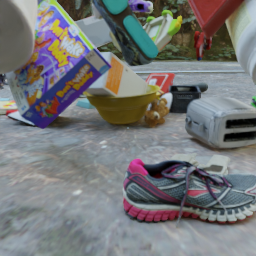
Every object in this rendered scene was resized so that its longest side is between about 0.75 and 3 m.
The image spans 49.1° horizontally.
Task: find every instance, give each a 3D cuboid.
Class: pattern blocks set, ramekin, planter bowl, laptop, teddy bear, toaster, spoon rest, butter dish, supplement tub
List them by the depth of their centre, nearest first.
[{"bbox_3d":[-2.638,-2.043,4.834,2.169,2.169,1.057,1,57,2],"label":"ramekin"},{"bbox_3d":[3.297,-2.327,6.278,1.938,1.938,2.673,0,56,0],"label":"supplement tub"},{"bbox_3d":[2.649,-0.146,7.552,2.028,1.152,1.310,-2,20,-16],"label":"toaster"},{"bbox_3d":[1.021,-0.527,9.227,0.419,0.909,1.254,13,18,33],"label":"teddy bear"},{"bbox_3d":[-2.928,-0.747,9.679,1.664,0.965,1.558,19,20,11],"label":"laptop"},{"bbox_3d":[-0.200,-0.798,9.681,2.614,1.089,2.614,-3,17,1],"label":"planter bowl"},{"bbox_3d":[1.318,-0.852,10.612,0.544,0.892,1.795,14,1,-12],"label":"spoon rest"},{"bbox_3d":[-4.844,-0.817,11.269,2.574,0.237,2.928,1,17,4],"label":"pattern blocks set"},{"bbox_3d":[1.496,-1.800,13.308,1.466,1.087,1.470,10,61,38],"label":"butter dish"}]

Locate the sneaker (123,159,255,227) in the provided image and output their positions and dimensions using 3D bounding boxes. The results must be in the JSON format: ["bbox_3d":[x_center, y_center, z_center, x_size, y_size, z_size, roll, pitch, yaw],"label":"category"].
[{"bbox_3d":[1.068,0.933,4.406,2.284,0.853,0.921,-2,17,-7],"label":"sneaker"}]

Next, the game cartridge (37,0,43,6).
[{"bbox_3d":[-1.729,-3.297,6.078,1.235,0.801,0.237,-23,30,19],"label":"game cartridge"}]

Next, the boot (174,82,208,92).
[{"bbox_3d":[3.269,-2.156,15.154,1.602,0.581,1.457,-3,2,-35],"label":"boot"}]

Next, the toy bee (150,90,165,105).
[{"bbox_3d":[0.990,-1.173,10.962,1.012,0.840,1.545,23,43,13],"label":"toy bee"}]

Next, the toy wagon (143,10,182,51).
[{"bbox_3d":[1.076,-3.398,10.148,0.463,1.814,2.338,35,-21,-35],"label":"toy wagon"}]

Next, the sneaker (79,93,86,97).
[{"bbox_3d":[-1.939,-2.003,14.341,1.652,0.743,0.578,-9,19,-27],"label":"sneaker"}]

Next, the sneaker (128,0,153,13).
[{"bbox_3d":[0.382,-4.942,11.287,0.559,0.541,1.341,-18,31,-40],"label":"sneaker"}]

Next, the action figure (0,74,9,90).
[{"bbox_3d":[-3.928,-1.560,8.768,0.543,0.835,0.290,24,13,13],"label":"action figure"}]

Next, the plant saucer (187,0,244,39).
[{"bbox_3d":[1.978,-3.126,6.469,0.275,1.497,1.494,2,-31,-30],"label":"plant saucer"}]

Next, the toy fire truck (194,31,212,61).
[{"bbox_3d":[2.491,-2.768,9.592,0.545,0.816,0.972,16,-15,19],"label":"toy fire truck"}]

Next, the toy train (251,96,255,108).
[{"bbox_3d":[5.483,-0.965,11.615,0.512,0.379,1.815,14,19,10],"label":"toy train"}]

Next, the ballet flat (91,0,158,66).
[{"bbox_3d":[-0.322,-2.620,6.772,0.988,2.662,0.988,-30,15,9],"label":"ballet flat"}]

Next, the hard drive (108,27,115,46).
[{"bbox_3d":[-0.243,-2.773,8.330,0.158,0.796,1.206,-17,4,22],"label":"hard drive"}]

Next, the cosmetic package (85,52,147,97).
[{"bbox_3d":[-0.345,-1.372,9.223,0.844,1.202,2.370,4,-13,33],"label":"cosmetic package"}]

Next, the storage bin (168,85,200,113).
[{"bbox_3d":[2.286,-1.219,11.592,1.222,0.848,1.808,3,18,9],"label":"storage bin"}]

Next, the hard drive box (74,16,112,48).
[{"bbox_3d":[-1.668,-3.085,9.689,1.836,0.905,2.356,-25,18,-18],"label":"hard drive box"}]

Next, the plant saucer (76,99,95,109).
[{"bbox_3d":[-0.954,-1.271,12.801,2.818,0.267,0.985,-15,22,-43],"label":"plant saucer"}]

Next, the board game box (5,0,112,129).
[{"bbox_3d":[-1.650,-1.458,5.680,0.579,1.740,2.587,41,10,-51],"label":"board game box"}]

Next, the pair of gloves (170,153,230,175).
[{"bbox_3d":[1.479,0.817,5.913,1.225,0.215,1.042,5,21,25],"label":"pair of gloves"}]
